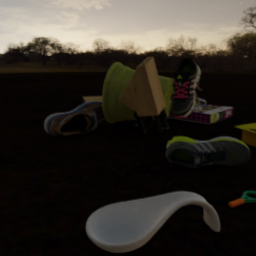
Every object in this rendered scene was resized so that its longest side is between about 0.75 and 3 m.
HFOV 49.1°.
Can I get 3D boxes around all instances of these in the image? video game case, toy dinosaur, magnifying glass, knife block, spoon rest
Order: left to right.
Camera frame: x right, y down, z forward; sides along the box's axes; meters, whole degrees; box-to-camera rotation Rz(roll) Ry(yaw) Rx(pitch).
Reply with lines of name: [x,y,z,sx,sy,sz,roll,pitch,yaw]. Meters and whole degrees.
knife block: [0.898,-0.963,10.122,2.190,2.495,0.798,35,44,0]
spoon rest: [0.439,1.504,4.701,2.291,0.694,1.138,-3,15,-16]
toy dinosaur: [2.730,-2.108,13.513,2.329,1.178,0.678,36,-17,2]
video game case: [3.198,-0.793,13.612,2.908,0.521,2.636,12,17,40]
magnifying glass: [2.455,1.497,5.873,0.918,0.103,0.365,-10,18,-30]

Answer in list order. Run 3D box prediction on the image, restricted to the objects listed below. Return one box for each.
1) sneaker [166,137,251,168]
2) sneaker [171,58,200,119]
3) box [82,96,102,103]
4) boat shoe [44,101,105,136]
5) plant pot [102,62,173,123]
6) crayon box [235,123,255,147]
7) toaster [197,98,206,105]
sneaker: [2.073,0.761,7.554,2.276,0.841,0.921,-2,20,23]
sneaker: [2.416,-1.878,12.412,1.102,2.988,1.307,5,-25,34]
box: [-1.313,-1.693,17.529,2.836,0.302,2.318,-3,15,-15]
boat shoe: [-1.758,-0.257,11.000,2.889,1.044,1.046,-25,32,-37]
plant pot: [0.554,-1.326,11.874,2.448,2.662,2.662,10,17,17]
crayon box: [5.081,0.282,9.288,2.681,0.681,1.702,-6,16,-24]
toaster: [3.792,-1.363,15.517,1.123,0.638,0.725,10,10,-33]
